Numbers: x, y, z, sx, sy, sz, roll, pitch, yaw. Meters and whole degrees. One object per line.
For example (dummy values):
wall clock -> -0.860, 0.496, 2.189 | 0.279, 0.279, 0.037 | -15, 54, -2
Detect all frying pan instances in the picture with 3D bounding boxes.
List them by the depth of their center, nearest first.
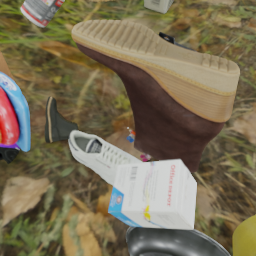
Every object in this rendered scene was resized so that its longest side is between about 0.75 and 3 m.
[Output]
frying pan -> 1.106, 2.204, 4.083 | 2.633, 1.593, 0.429 | 36, 45, -5

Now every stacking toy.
stacking toy -> -2.428, 0.042, 3.831 | 1.140, 1.078, 1.964 | 38, 47, 26

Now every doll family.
doll family -> 0.370, 0.323, 6.359 | 0.381, 0.525, 0.845 | -30, 99, 25

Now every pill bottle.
pill bottle -> -1.497, -2.368, 5.132 | 0.914, 0.530, 0.530 | -46, 66, 18

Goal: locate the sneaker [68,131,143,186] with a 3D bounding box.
sneaker -> -0.502, 0.836, 7.383 | 2.427, 0.977, 0.927 | 22, 63, 10

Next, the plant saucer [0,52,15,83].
plant saucer -> -2.952, -1.666, 5.848 | 0.439, 2.720, 2.720 | -26, 65, -16

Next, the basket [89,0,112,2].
basket -> -0.439, -3.556, 6.333 | 0.874, 1.225, 0.912 | 6, 36, 3

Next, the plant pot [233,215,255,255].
plant pot -> 3.108, 2.746, 5.977 | 2.075, 2.075, 1.473 | -16, 38, -8

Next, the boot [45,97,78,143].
boot -> -1.920, -0.251, 8.263 | 0.957, 0.536, 1.383 | -2, 75, -6

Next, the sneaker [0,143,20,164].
sneaker -> -4.111, 0.507, 7.646 | 2.276, 0.791, 1.132 | 6, 63, 3

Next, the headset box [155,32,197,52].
headset box -> 0.708, -1.255, 6.244 | 0.637, 1.650, 1.228 | -22, 46, -38

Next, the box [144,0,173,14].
box -> 1.600, -5.744, 10.782 | 0.915, 1.099, 2.675 | 25, 66, 12

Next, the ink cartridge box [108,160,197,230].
ink cartridge box -> 0.302, 0.774, 3.188 | 0.800, 0.579, 0.589 | -8, 52, 29

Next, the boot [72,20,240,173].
boot -> 0.231, -0.385, 4.522 | 2.603, 2.165, 0.942 | 22, 45, 11
